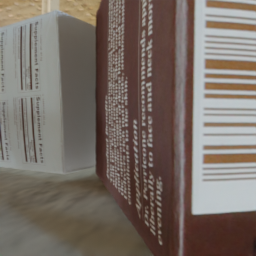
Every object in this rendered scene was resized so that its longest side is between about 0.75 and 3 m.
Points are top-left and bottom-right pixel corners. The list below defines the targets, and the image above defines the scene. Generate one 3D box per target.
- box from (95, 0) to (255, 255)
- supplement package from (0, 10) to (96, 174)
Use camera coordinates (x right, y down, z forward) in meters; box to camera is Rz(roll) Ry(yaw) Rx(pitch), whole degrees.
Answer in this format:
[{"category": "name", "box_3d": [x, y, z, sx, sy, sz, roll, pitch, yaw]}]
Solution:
[{"category": "box", "box_3d": [0.921, -0.393, 2.605, 2.166, 2.188, 2.637, -1, 3, -14]}, {"category": "supplement package", "box_3d": [-1.305, -0.477, 5.118, 2.780, 2.044, 2.658, 0, 2, 31]}]
